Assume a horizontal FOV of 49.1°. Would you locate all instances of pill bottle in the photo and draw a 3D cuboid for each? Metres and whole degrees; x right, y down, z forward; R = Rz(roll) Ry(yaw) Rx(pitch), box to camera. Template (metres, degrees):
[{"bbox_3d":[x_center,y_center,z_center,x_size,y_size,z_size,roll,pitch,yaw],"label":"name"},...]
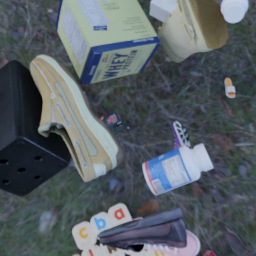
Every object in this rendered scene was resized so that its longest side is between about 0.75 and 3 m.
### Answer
[{"bbox_3d":[1.025,0.826,5.785,1.315,0.738,0.738,-24,70,11],"label":"pill bottle"},{"bbox_3d":[2.527,-2.976,6.659,0.602,0.602,1.073,15,52,5],"label":"pill bottle"}]

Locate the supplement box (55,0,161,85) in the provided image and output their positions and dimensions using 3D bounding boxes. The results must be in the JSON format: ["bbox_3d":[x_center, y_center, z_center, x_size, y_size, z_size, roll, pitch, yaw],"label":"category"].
[{"bbox_3d":[-0.592,-2.507,7.528,2.001,1.343,1.999,-18,74,-28],"label":"supplement box"}]

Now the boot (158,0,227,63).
[{"bbox_3d":[1.446,-3.278,7.628,1.011,2.159,2.778,-24,98,-17],"label":"boot"}]

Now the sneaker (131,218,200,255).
[{"bbox_3d":[0.610,2.388,5.960,1.664,0.870,0.626,9,86,32],"label":"sneaker"}]

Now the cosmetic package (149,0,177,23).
[{"bbox_3d":[1.606,-4.691,10.796,1.133,0.697,1.129,35,73,12],"label":"cosmetic package"}]

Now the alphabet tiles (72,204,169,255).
[{"bbox_3d":[-0.294,3.776,7.900,2.884,0.210,2.821,-25,72,-9],"label":"alphabet tiles"}]

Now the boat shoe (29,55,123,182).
[{"bbox_3d":[-1.346,-0.243,5.705,1.115,1.049,2.927,-32,74,-24],"label":"boat shoe"}]

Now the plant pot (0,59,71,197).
[{"bbox_3d":[-2.566,0.251,6.565,2.228,2.233,1.981,-34,50,11],"label":"plant pot"}]

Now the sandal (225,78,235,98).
[{"bbox_3d":[3.564,-1.433,9.835,0.300,0.225,0.784,-5,70,-2],"label":"sandal"}]

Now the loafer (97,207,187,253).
[{"bbox_3d":[0.179,2.064,5.233,0.763,2.122,0.668,-1,66,-47],"label":"loafer"}]

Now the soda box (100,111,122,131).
[{"bbox_3d":[-0.868,-0.046,9.217,1.307,0.414,0.462,-27,72,-10],"label":"soda box"}]

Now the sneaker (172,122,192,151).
[{"bbox_3d":[1.357,0.440,7.475,0.508,0.491,1.219,-9,104,36],"label":"sneaker"}]

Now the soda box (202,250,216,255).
[{"bbox_3d":[2.621,4.051,7.665,1.424,0.451,0.498,42,76,13],"label":"soda box"}]
